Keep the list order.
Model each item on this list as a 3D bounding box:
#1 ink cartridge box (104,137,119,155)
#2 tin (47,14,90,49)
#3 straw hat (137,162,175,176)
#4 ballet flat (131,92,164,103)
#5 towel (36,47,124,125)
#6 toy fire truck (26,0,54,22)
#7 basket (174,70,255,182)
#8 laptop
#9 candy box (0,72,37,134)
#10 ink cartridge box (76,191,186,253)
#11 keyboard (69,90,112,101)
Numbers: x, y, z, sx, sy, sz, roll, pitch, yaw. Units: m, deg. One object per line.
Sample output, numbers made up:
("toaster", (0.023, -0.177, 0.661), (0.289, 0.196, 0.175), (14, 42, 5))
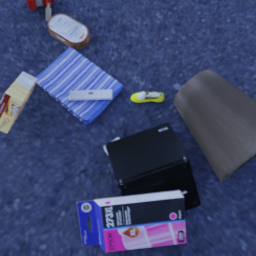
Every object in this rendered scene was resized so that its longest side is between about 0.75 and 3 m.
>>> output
("ink cartridge box", (-0.314, 0.807, 8.933), (0.596, 0.349, 0.825), (-33, 73, -12))
("tin", (-2.269, -3.691, 10.644), (1.782, 0.373, 0.998), (33, 77, 11))
("straw hat", (0.910, 1.412, 8.586), (1.293, 0.547, 1.293), (0, 84, 2))
("ballet flat", (0.665, -1.092, 9.630), (1.148, 0.385, 0.384), (1, 70, 1))
("towel", (-1.737, -1.551, 9.842), (2.699, 0.322, 1.954), (38, 73, 13))
("toy fire truck", (-3.396, -4.771, 10.924), (1.018, 0.744, 1.157), (-11, 60, -5))
("basket", (2.904, -0.262, 8.547), (2.551, 1.924, 2.829), (-39, 69, 7))
("laptop", (0.732, 1.425, 8.608), (2.200, 1.282, 2.483), (-19, 103, -4))
("candy box", (-3.431, -0.836, 8.533), (0.560, 2.024, 1.168), (28, 111, -19))
("ink cartridge box", (0.099, 2.640, 7.843), (2.980, 0.553, 1.411), (-5, 101, 0))
("keyboard", (-1.280, -1.127, 9.577), (1.483, 0.079, 0.417), (-1, 53, 3))
